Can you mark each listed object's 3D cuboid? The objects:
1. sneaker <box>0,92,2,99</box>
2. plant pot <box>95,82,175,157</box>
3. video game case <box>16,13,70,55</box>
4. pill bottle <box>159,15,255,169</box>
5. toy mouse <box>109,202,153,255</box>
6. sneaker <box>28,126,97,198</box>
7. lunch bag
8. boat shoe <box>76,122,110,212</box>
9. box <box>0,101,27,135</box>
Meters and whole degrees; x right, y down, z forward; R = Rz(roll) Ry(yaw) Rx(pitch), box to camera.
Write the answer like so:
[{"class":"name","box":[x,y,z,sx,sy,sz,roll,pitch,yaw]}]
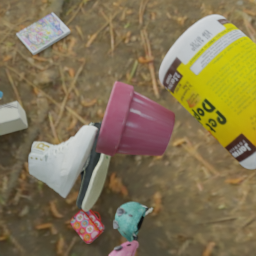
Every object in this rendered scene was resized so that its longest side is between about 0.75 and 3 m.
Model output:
[{"class":"sneaker","box":[-3.680,-0.735,6.597,1.603,0.613,0.647,6,79,17]},{"class":"plant pot","box":[0.166,-0.054,5.701,1.327,1.483,1.483,16,67,-4]},{"class":"video game case","box":[-3.040,-3.400,10.062,1.568,0.141,1.123,-38,72,-15]},{"class":"pill bottle","box":[2.025,-0.432,4.844,1.603,1.603,2.934,-38,74,-15]},{"class":"toy mouse","box":[-0.128,1.892,4.431,0.445,2.300,2.044,19,36,15]},{"class":"sneaker","box":[-1.376,0.511,5.444,1.107,1.916,0.706,31,34,0]},{"class":"lunch bag","box":[-1.045,2.550,7.432,0.722,0.336,0.820,-39,73,-20]},{"class":"boat shoe","box":[-1.023,1.006,7.820,0.875,0.929,2.588,6,64,13]},{"class":"box","box":[-4.046,-0.153,8.352,1.829,0.752,0.625,-16,67,-8]}]
